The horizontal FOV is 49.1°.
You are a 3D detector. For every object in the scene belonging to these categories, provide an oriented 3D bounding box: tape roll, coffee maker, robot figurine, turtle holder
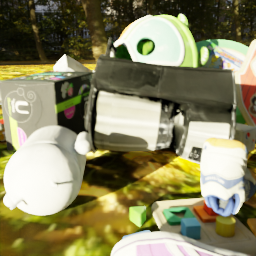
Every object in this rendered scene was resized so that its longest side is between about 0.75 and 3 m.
[{"bbox_3d":[2.752,-1.402,8.415,2.860,0.687,2.860,-1,60,2],"label":"tape roll"},{"bbox_3d":[0.657,-0.598,5.450,2.586,2.484,1.742,7,-7,3],"label":"coffee maker"},{"bbox_3d":[-1.138,0.570,4.070,1.487,0.990,1.754,-39,14,8],"label":"robot figurine"},{"bbox_3d":[0.668,-1.463,7.046,1.855,2.613,1.985,-19,14,-33],"label":"turtle holder"}]

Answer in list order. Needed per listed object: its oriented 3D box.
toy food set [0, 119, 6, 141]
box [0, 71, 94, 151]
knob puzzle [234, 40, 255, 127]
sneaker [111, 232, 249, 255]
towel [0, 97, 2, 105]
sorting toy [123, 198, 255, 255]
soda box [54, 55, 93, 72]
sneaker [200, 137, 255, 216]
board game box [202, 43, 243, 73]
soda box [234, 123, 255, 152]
[{"bbox_3d":[-3.223,0.062,6.959,0.451,0.478,1.002,-12,17,-2],"label":"toy food set"},{"bbox_3d":[-1.755,-0.481,6.692,1.325,1.584,2.132,4,18,14],"label":"box"},{"bbox_3d":[3.757,-0.833,7.150,2.611,2.611,0.362,-4,-8,-15],"label":"knob puzzle"},{"bbox_3d":[0.486,1.336,2.267,1.443,0.523,0.823,3,19,12],"label":"sneaker"},{"bbox_3d":[-3.521,-1.013,8.825,2.766,0.329,2.032,10,-14,5],"label":"towel"},{"bbox_3d":[0.900,1.135,3.411,1.964,0.267,1.106,-2,16,-8],"label":"sorting toy"},{"bbox_3d":[-1.640,-1.790,10.631,2.301,0.732,0.784,26,36,-42],"label":"soda box"},{"bbox_3d":[1.210,0.763,3.547,0.627,0.734,1.666,5,-24,34],"label":"sneaker"},{"bbox_3d":[2.601,-1.328,8.387,1.394,2.059,0.355,35,56,15],"label":"board game box"},{"bbox_3d":[2.092,0.108,6.631,0.569,0.532,1.672,-11,19,-35],"label":"soda box"}]
